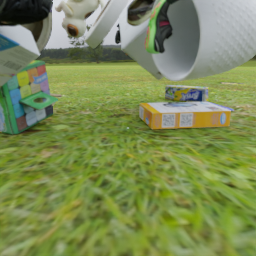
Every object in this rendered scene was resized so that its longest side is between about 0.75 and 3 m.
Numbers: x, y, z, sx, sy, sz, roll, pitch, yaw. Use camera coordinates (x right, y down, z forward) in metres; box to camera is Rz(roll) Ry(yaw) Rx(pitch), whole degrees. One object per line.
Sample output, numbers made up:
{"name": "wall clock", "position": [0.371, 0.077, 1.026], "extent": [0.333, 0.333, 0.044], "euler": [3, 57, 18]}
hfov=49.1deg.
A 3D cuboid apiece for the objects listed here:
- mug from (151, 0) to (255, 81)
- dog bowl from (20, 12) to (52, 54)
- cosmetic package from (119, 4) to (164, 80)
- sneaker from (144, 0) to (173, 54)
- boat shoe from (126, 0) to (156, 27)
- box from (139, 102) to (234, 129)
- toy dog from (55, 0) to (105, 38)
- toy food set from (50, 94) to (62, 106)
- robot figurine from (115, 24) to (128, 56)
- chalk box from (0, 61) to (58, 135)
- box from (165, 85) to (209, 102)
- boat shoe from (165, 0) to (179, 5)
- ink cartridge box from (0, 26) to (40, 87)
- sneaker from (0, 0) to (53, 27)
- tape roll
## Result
{"name": "mug", "position": [2.174, -2.719, 6.847], "extent": [2.553, 2.912, 2.149], "euler": [-13, 39, -24]}
{"name": "dog bowl", "position": [-3.541, -3.287, 8.050], "extent": [2.789, 2.789, 1.028], "euler": [-1, 28, -5]}
{"name": "cosmetic package", "position": [0.957, -3.174, 9.117], "extent": [1.815, 1.804, 2.169], "euler": [31, 38, -36]}
{"name": "sneaker", "position": [0.773, -2.365, 6.557], "extent": [0.562, 1.341, 0.515], "euler": [13, 2, -16]}
{"name": "boat shoe", "position": [0.598, -3.377, 7.396], "extent": [0.613, 1.674, 0.543], "euler": [36, -14, 18]}
{"name": "box", "position": [1.660, -0.386, 7.923], "extent": [2.447, 0.507, 1.457], "euler": [0, 15, -10]}
{"name": "toy dog", "position": [-1.562, -3.661, 8.940], "extent": [1.475, 1.521, 1.062], "euler": [24, 21, -7]}
{"name": "toy food set", "position": [-2.851, -0.658, 8.866], "extent": [1.074, 0.312, 1.556], "euler": [9, 33, 25]}
{"name": "robot figurine", "position": [0.659, -3.874, 10.598], "extent": [1.876, 2.588, 0.753], "euler": [29, 21, -29]}
{"name": "chalk box", "position": [-3.041, -0.869, 7.241], "extent": [2.479, 1.536, 1.547], "euler": [7, 26, 23]}
{"name": "box", "position": [2.403, -1.419, 11.545], "extent": [1.696, 0.594, 0.545], "euler": [9, 17, 31]}
{"name": "boat shoe", "position": [1.785, -3.141, 5.085], "extent": [2.814, 0.870, 1.053], "euler": [-31, 30, -14]}
{"name": "ink cartridge box", "position": [-2.768, -1.383, 5.407], "extent": [1.625, 0.688, 1.174], "euler": [-32, -19, 18]}
{"name": "sneaker", "position": [-1.510, -1.789, 3.443], "extent": [1.232, 1.066, 2.815], "euler": [-6, 18, -23]}
{"name": "tape roll", "position": [-0.517, -2.910, 7.219], "extent": [0.331, 1.810, 1.810], "euler": [32, 4, -20]}
